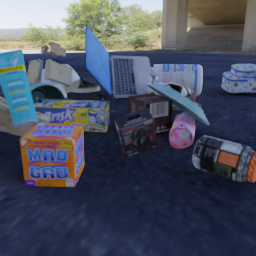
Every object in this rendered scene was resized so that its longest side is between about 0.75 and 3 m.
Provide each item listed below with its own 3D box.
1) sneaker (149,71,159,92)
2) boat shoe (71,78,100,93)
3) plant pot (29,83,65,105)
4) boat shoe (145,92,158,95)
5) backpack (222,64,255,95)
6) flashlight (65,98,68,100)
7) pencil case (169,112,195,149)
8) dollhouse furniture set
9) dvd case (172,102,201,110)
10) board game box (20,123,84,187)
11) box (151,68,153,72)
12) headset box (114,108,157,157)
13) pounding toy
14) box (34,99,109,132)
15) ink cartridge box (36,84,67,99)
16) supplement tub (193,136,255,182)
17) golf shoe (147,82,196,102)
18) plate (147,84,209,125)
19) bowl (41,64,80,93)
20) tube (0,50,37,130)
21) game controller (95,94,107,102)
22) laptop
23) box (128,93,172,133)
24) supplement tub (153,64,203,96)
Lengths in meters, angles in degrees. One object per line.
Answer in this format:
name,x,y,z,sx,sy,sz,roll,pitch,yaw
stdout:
sneaker,0.938,-1.761,10.716,0.384,0.511,1.025,8,48,-4
boat shoe,-2.659,-2.257,14.502,2.497,0.707,0.857,5,19,15
plant pot,-2.874,-0.863,9.165,1.364,1.364,0.914,-13,29,-34
boat shoe,1.043,-0.923,10.445,0.653,0.726,2.012,13,6,-12
backpack,5.616,-2.355,13.815,1.857,1.502,1.950,-10,21,3
flashlight,-2.774,-0.689,10.210,0.520,0.518,1.531,48,39,13
pencil case,1.528,0.032,7.784,0.670,0.670,1.534,5,18,15
dollhouse furniture set,-2.854,-2.092,9.953,1.511,1.426,0.986,1,-7,37
dvd case,1.989,-0.981,11.538,1.627,0.179,1.188,-3,19,-14
board game box,-1.489,0.524,5.749,0.992,0.992,0.993,2,18,2
box,1.046,-2.758,15.478,1.050,1.045,0.900,-2,19,-5
headset box,0.167,0.077,5.970,0.755,1.016,0.381,-18,45,-7
pounding toy,-3.068,-0.071,6.986,2.025,1.162,1.158,20,6,-33
box,-1.740,-0.398,8.701,2.256,0.791,0.725,3,24,5
ink cartridge box,-3.290,-1.099,10.482,1.108,0.637,1.893,-19,8,23
supplement tub,1.965,0.622,5.582,1.185,0.726,0.726,17,25,34
golf shoe,1.509,-1.490,10.896,2.219,0.806,1.022,17,-6,46
plate,1.491,-0.770,8.118,2.124,0.271,2.124,33,5,-3
bowl,-3.417,-2.231,13.585,1.889,0.705,1.886,-21,46,-23
tube,-2.473,-0.885,6.183,0.711,1.837,0.463,-15,-14,-25
game controller,-1.110,-1.150,11.552,0.488,0.197,0.936,8,27,-16
laptop,-0.291,-2.797,11.966,2.992,1.734,2.802,0,53,-7
box,0.668,-0.476,8.759,0.973,0.963,1.173,-10,20,-23
supplement tub,2.343,-2.308,13.454,2.267,1.496,1.496,3,19,6
